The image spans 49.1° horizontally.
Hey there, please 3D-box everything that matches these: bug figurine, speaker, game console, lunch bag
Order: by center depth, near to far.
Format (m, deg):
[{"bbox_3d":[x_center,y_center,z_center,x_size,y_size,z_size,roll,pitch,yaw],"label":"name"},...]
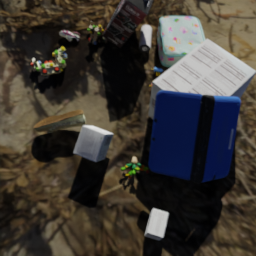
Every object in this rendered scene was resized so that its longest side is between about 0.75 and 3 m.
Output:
[{"bbox_3d":[2.138,0.223,9.058,2.318,2.716,1.607,-2,14,-36],"label":"game console"},{"bbox_3d":[1.433,-2.076,11.831,1.005,0.334,1.296,8,61,4],"label":"bug figurine"},{"bbox_3d":[2.379,-3.767,12.374,2.061,0.990,2.569,-1,62,-4],"label":"lunch bag"},{"bbox_3d":[0.796,-4.088,12.818,0.519,0.519,1.279,4,61,2],"label":"speaker"}]

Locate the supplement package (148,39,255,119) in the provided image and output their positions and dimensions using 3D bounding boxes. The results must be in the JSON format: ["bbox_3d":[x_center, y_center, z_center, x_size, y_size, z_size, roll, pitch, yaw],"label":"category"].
[{"bbox_3d":[2.563,-1.196,10.272,2.912,2.210,2.194,-40,69,-19],"label":"supplement package"}]

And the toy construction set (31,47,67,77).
[{"bbox_3d":[-3.360,-2.771,11.970,1.628,0.750,1.067,-17,84,-1],"label":"toy construction set"}]

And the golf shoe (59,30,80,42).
[{"bbox_3d":[-2.743,-4.244,12.977,0.985,0.358,0.454,10,74,4],"label":"golf shoe"}]

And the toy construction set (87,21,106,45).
[{"bbox_3d":[-1.507,-4.511,12.836,0.935,0.862,1.122,-28,63,-12],"label":"toy construction set"}]

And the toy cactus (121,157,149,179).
[{"bbox_3d":[0.240,1.389,9.934,0.964,0.493,0.796,-9,39,10],"label":"toy cactus"}]

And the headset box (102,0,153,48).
[{"bbox_3d":[0.156,-5.103,12.026,1.035,2.760,2.051,29,61,-17],"label":"headset box"}]

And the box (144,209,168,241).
[{"bbox_3d":[0.882,3.039,8.779,0.511,0.781,0.777,16,62,5],"label":"box"}]

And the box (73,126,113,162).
[{"bbox_3d":[-1.197,0.537,9.805,0.903,1.049,1.054,21,94,11],"label":"box"}]

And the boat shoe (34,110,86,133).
[{"bbox_3d":[-2.550,-0.122,10.490,1.935,0.606,0.709,-14,27,3],"label":"boat shoe"}]
